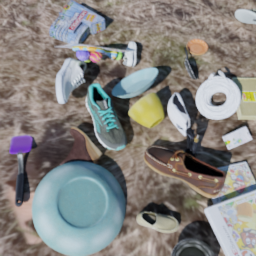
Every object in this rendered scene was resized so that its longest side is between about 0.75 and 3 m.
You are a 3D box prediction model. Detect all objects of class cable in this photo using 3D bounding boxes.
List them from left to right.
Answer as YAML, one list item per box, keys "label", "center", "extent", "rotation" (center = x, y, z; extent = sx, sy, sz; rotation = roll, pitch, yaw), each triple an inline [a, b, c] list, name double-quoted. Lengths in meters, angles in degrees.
- label: "cable"
  center: [3.290, -1.076, 10.293]
  extent: [1.583, 0.548, 1.582]
  rotation: [-46, 69, 14]

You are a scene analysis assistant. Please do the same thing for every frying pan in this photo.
- label: "frying pan"
  center: [2.392, -2.618, 11.238]
  extent: [0.256, 0.951, 1.572]
  rotation: [-24, 81, 21]
- label: "frying pan"
  center: [1.892, 4.058, 7.536]
  extent: [1.233, 0.332, 2.039]
  rotation: [-17, 64, -1]

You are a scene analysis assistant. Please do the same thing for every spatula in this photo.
- label: "spatula"
  center: [-3.621, 1.352, 9.426]
  extent: [0.750, 0.273, 2.654]
  rotation: [-7, 61, -8]

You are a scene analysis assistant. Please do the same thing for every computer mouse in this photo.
- label: "computer mouse"
  center: [1.806, -0.176, 9.759]
  extent: [0.550, 1.374, 2.505]
  rotation: [-13, 50, -1]

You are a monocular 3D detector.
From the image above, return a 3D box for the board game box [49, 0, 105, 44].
- label: "board game box"
  center: [-2.185, -4.659, 12.616]
  extent: [2.035, 0.628, 2.036]
  rotation: [22, 63, 13]

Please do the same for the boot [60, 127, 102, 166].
- label: "boot"
  center: [-1.832, 0.815, 9.557]
  extent: [1.305, 0.568, 1.569]
  rotation: [-40, 70, -21]

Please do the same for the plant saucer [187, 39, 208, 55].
- label: "plant saucer"
  center: [3.005, -3.498, 12.227]
  extent: [0.913, 0.171, 0.913]
  rotation: [0, 61, 0]

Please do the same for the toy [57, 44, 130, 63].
- label: "toy"
  center: [-1.329, -2.806, 10.732]
  extent: [2.538, 0.599, 1.461]
  rotation: [-10, 14, -39]

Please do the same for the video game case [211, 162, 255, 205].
- label: "video game case"
  center: [3.405, 1.941, 9.138]
  extent: [1.591, 0.182, 1.447]
  rotation: [-11, 62, -7]

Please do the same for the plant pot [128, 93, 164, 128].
- label: "plant pot"
  center: [0.757, -0.514, 9.976]
  extent: [1.248, 1.248, 0.886]
  rotation: [-32, 75, -17]

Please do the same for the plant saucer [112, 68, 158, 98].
- label: "plant saucer"
  center: [0.308, -1.616, 10.648]
  extent: [1.948, 0.375, 1.948]
  rotation: [-25, 27, 13]

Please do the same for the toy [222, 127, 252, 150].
- label: "toy"
  center: [3.834, 0.365, 9.907]
  extent: [0.880, 0.208, 0.507]
  rotation: [-26, 88, 6]

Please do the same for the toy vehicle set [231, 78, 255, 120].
- label: "toy vehicle set"
  center: [4.723, -1.156, 10.856]
  extent: [1.142, 0.244, 1.837]
  rotation: [1, 61, 1]

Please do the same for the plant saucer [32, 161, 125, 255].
- label: "plant saucer"
  center: [-1.378, 2.253, 8.338]
  extent: [2.845, 0.548, 2.845]
  rotation: [8, 61, -14]

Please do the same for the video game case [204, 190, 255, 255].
- label: "video game case"
  center: [3.973, 3.069, 8.114]
  extent: [2.688, 0.308, 2.446]
  rotation: [-17, 59, -9]

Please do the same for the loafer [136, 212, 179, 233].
- label: "loafer"
  center: [0.900, 2.851, 8.477]
  extent: [1.310, 0.447, 0.496]
  rotation: [8, 61, 4]

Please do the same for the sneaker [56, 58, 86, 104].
- label: "sneaker"
  center: [-2.115, -1.875, 10.606]
  extent: [0.879, 0.907, 2.484]
  rotation: [-1, 47, 4]

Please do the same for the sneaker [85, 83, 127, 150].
- label: "sneaker"
  center: [-0.857, -0.447, 9.868]
  extent: [1.039, 1.221, 2.677]
  rotation: [-24, 66, -15]

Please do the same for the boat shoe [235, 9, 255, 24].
- label: "boat shoe"
  center: [5.773, -5.193, 12.985]
  extent: [1.661, 0.587, 0.529]
  rotation: [16, 62, 0]

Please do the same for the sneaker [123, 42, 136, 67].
- label: "sneaker"
  center: [0.047, -3.154, 11.808]
  extent: [0.520, 0.493, 1.292]
  rotation: [5, 59, -8]

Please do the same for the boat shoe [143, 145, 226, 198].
- label: "boat shoe"
  center: [1.767, 1.169, 8.957]
  extent: [2.737, 0.963, 0.964]
  rotation: [23, 48, 20]
